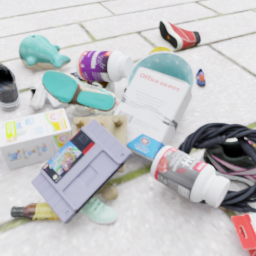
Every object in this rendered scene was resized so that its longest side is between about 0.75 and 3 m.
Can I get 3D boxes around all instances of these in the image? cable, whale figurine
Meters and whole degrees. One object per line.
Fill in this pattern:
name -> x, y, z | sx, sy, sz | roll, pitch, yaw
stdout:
cable -> 2.352, 0.917, 7.126 | 2.666, 2.175, 0.677 | 15, 11, 27
whale figurine -> -3.643, -3.266, 12.085 | 2.384, 1.237, 1.896 | 24, 48, 25

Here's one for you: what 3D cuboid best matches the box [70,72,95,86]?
box -> -1.748, -1.921, 11.174 | 0.996, 0.528, 0.609 | -13, 45, -14

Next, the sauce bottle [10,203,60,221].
sauce bottle -> -2.207, 2.078, 6.974 | 1.359, 0.449, 0.449 | -1, 43, 2

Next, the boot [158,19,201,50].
boot -> 2.627, -4.809, 14.112 | 1.627, 0.817, 2.256 | -17, 54, -18

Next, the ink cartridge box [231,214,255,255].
ink cartridge box -> 3.165, 2.470, 6.501 | 1.447, 0.487, 0.841 | -3, 43, -3

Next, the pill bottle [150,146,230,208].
pill bottle -> 1.483, 1.188, 6.764 | 1.713, 0.948, 0.948 | 26, 49, 30

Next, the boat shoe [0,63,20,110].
boat shoe -> -4.821, -1.879, 10.714 | 1.046, 0.991, 2.991 | -11, 44, -22

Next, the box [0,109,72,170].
box -> -2.704, 0.305, 8.426 | 1.972, 0.999, 1.109 | -14, 44, -14

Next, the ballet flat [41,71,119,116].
ballet flat -> -1.576, -1.022, 9.265 | 2.830, 0.905, 1.070 | 26, 79, 13

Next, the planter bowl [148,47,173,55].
planter bowl -> 1.437, -3.053, 12.248 | 1.761, 0.733, 1.761 | -1, 43, 0

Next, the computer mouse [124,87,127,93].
computer mouse -> 0.785, -1.240, 10.627 | 1.985, 0.338, 0.582 | 14, 63, 17

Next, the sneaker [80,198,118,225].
sneaker -> -0.883, 1.884, 6.917 | 1.320, 0.779, 0.486 | 18, 45, 18

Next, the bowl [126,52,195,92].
bowl -> 1.193, -1.342, 9.723 | 2.273, 1.189, 2.273 | -5, 70, 15

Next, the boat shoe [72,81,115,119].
boat shoe -> -1.215, -1.215, 10.162 | 0.886, 0.873, 2.500 | 20, 47, 20

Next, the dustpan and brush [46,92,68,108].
dustpan and brush -> -2.225, -1.276, 10.639 | 1.605, 0.459, 1.120 | -26, 53, -16

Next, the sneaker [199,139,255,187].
sneaker -> 3.439, 0.946, 7.584 | 2.893, 1.249, 1.162 | 5, 45, 5

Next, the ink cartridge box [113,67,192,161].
ink cartridge box -> 0.625, -0.374, 8.364 | 1.720, 1.008, 2.349 | 25, 82, 24

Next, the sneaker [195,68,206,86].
sneaker -> 2.961, -2.072, 11.435 | 0.383, 0.398, 1.016 | -2, 43, -1

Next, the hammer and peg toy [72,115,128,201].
hammer and peg toy -> -0.868, 0.745, 7.479 | 1.652, 0.792, 2.245 | -2, 71, 16

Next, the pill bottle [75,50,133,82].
pill bottle -> -0.837, -2.213, 10.035 | 1.940, 1.091, 1.091 | 8, 42, 25

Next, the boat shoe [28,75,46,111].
boat shoe -> -3.308, -1.349, 10.177 | 0.508, 0.557, 1.548 | 24, 58, -35

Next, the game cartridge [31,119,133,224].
game cartridge -> -1.150, 0.969, 6.767 | 1.438, 0.426, 2.219 | 41, 82, 19
